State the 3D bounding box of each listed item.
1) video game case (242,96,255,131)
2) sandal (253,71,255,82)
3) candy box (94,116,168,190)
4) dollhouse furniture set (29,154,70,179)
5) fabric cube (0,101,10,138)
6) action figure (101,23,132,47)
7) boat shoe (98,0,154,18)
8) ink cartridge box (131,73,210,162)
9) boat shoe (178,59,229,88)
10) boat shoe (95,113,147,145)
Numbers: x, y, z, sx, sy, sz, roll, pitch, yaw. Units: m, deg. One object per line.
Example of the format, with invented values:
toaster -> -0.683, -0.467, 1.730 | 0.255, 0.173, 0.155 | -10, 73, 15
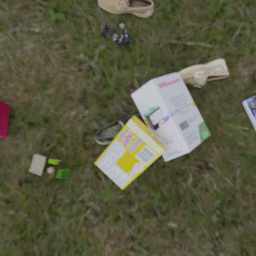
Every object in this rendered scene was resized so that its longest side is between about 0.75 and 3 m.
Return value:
video game case -> 5.981, -0.416, 11.188 | 2.063, 0.260, 2.264 | -23, 83, -3
sandal -> 6.367, -2.256, 11.080 | 2.635, 0.719, 1.077 | -3, 63, 3
candy box -> -0.012, 0.981, 9.743 | 1.488, 2.911, 0.384 | 45, 43, 5
dollhouse furniture set -> -3.063, 1.550, 10.959 | 1.495, 0.577, 0.747 | 15, 90, 21
fabric cube -> -5.446, -0.367, 10.654 | 1.307, 1.332, 1.328 | 1, 81, 1
action figure -> -0.416, -3.786, 11.428 | 1.316, 0.672, 0.782 | 23, 73, 5
boat shoe -> -0.092, -5.200, 11.546 | 2.342, 0.756, 0.835 | 9, 83, 1
ink cartridge box -> 1.561, -0.454, 10.005 | 1.115, 1.924, 2.657 | -29, 88, 41
boat shoe -> 2.826, -2.030, 11.118 | 2.409, 0.869, 0.782 | -17, 82, -8
boat shoe -> -0.182, 0.021, 10.869 | 2.360, 0.776, 0.843 | -21, 83, -3
